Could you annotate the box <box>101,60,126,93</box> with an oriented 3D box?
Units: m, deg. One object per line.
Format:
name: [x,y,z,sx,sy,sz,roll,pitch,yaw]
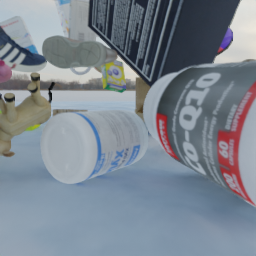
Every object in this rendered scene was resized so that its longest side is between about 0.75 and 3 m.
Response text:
box: [-0.490,-1.815,9.214,0.741,1.263,0.305,8,-30,-33]

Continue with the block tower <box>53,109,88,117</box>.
block tower: [-2.167,-0.469,10.533,1.690,0.488,0.456,7,10,40]

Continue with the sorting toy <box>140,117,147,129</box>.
sorting toy: [0.510,-0.089,8.126,2.025,0.364,2.719,1,0,-13]

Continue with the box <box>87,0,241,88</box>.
box: [0.605,-2.601,5.344,1.640,2.662,2.640,-21,56,-28]

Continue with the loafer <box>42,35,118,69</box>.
loafer: [-1.001,-1.477,5.619,1.771,0.637,0.557,17,16,35]

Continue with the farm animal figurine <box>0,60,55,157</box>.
farm animal figurine: [-1.780,0.009,2.888,1.688,0.880,1.670,12,50,4]

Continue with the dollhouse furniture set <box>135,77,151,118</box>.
dollhouse furniture set: [1.385,-1.320,11.965,2.121,1.817,2.230,0,7,1]

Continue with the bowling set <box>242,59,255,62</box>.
bowling set: [1.531,-0.255,4.359,1.229,1.593,2.289,-8,6,-40]

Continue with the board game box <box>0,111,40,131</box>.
board game box: [-3.833,-0.230,8.205,2.217,0.528,1.126,-1,7,-5]

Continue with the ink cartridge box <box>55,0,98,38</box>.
ink cartridge box: [-1.664,-3.655,9.515,1.105,1.765,1.134,-19,21,-17]

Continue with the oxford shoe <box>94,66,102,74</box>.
oxford shoe: [-0.897,-2.743,12.458,0.813,2.296,0.848,-44,2,-18]

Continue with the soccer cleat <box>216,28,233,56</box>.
soccer cleat: [1.319,-2.414,7.780,2.958,1.009,1.082,2,-14,30]

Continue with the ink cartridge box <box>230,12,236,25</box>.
ink cartridge box: [1.939,-3.268,7.111,1.572,0.805,2.126,2,2,13]

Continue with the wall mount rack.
wall mount rack: [-1.293,-2.996,8.495,2.295,2.641,0.985,-11,25,-43]

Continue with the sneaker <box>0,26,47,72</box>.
sneaker: [-2.763,-1.857,6.319,0.842,0.949,2.246,29,22,29]

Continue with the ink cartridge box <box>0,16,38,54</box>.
ink cartridge box: [-3.426,-2.682,8.631,0.867,1.200,0.508,-22,8,-1]

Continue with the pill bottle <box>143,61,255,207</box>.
pill bottle: [1.045,-0.063,3.038,1.266,1.266,2.223,-2,10,-19]

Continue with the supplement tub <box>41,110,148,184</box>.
supplement tub: [-0.376,0.181,3.516,0.807,0.807,1.223,5,8,35]
